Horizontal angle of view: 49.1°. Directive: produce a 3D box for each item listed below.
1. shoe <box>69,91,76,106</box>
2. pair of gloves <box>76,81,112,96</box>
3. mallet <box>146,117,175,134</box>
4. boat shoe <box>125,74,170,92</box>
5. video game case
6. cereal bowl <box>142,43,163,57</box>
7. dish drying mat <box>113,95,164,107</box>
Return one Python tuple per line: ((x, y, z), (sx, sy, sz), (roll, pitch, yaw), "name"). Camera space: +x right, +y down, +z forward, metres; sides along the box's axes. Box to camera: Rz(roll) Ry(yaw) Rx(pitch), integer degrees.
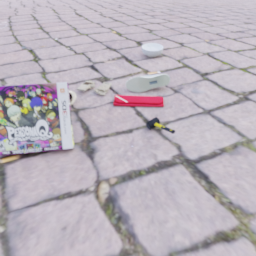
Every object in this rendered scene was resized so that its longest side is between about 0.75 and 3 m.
((-2.576, -1.174, 11.886), (0.465, 0.609, 1.743), (-16, 18, 23), "shoe")
((-1.644, -1.953, 13.667), (1.476, 0.259, 1.255), (8, 31, 9), "pair of gloves")
((1.143, 0.007, 10.191), (0.525, 0.328, 1.593), (-31, 24, -7), "mallet")
((0.944, -2.190, 13.709), (2.169, 0.757, 0.773), (-9, 9, -2), "boat shoe")
((-3.195, -0.313, 9.425), (2.528, 2.292, 0.453), (-4, 4, -8), "video game case")
((1.532, -4.885, 17.804), (1.363, 0.568, 1.363), (-1, 38, 0), "cereal bowl")
((0.472, -1.218, 12.577), (2.228, 0.203, 0.856), (1, 33, 2), "dish drying mat")
